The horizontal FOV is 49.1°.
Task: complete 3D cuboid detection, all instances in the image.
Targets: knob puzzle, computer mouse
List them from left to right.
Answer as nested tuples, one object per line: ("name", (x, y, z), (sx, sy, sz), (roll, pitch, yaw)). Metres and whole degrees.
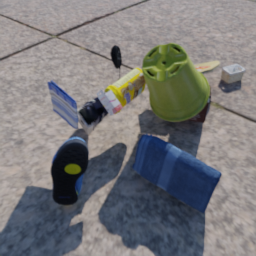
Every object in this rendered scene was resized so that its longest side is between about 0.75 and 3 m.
("computer mouse", (-0.514, -2.674, 13.135), (0.399, 2.346, 0.688), (-3, 9, 17))
("knob puzzle", (3.224, -2.675, 13.763), (3.193, 0.443, 3.193), (-16, 16, 5))

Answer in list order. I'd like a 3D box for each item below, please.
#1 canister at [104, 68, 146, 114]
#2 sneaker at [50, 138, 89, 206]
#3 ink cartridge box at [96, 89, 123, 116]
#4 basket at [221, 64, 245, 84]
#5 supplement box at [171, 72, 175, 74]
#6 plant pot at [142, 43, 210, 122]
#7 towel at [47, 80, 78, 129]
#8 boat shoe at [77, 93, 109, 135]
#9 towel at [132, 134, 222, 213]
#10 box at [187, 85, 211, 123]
("canister", (-0.086, -1.441, 10.769), (0.719, 1.234, 1.661), (39, 61, 20))
("sneaker", (-1.739, 1.106, 8.300), (0.972, 2.949, 1.156), (9, 45, -11))
("ink cartridge box", (-0.611, -0.868, 9.037), (0.294, 0.507, 0.870), (-39, 98, -32))
("basket", (5.364, -2.779, 14.414), (1.013, 0.625, 0.687), (-16, 45, -18))
("supplement box", (1.781, -2.302, 12.506), (1.614, 0.491, 0.878), (-34, 27, -1))
("plant pot", (1.605, -1.816, 10.407), (2.471, 2.271, 2.471), (-11, 62, 20))
("towel", (-2.145, -0.709, 9.329), (1.251, 1.704, 0.203), (39, 63, 13))
("boat shoe", (-1.232, -0.531, 10.593), (1.307, 2.820, 1.053), (-36, 96, -12))
("towel", (1.485, 1.360, 8.983), (2.823, 1.576, 0.685), (29, 33, 26))
("box", (2.784, -1.127, 11.909), (1.230, 1.217, 1.483), (11, 28, 12))
